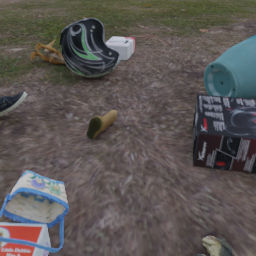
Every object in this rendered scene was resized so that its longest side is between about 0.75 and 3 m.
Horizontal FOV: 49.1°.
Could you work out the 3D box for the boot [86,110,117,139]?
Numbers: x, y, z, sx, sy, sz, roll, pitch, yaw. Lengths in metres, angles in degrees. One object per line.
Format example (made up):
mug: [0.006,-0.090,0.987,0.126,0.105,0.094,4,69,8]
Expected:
boot: [-0.629,-0.224,7.486,0.339,0.899,1.026,45,47,4]

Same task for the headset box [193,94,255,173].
headset box: [2.948,0.118,6.780,2.623,0.984,1.949,6,34,9]

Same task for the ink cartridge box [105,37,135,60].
ink cartridge box: [-0.390,-3.754,13.126,1.126,0.653,1.561,7,33,11]

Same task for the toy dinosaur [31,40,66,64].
toy dinosaur: [-3.477,-3.293,12.502,1.584,0.901,2.983,4,28,-44]

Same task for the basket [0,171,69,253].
basket: [-1.475,1.296,4.380,1.018,0.803,1.154,26,35,-27]

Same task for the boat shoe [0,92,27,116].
boat shoe: [-3.557,-0.719,8.141,1.322,0.411,0.493,-27,30,8]

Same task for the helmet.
helmet: [-1.427,-2.865,10.542,2.052,1.956,2.052,-19,3,1]

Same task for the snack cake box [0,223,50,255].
snack cake box: [-2.155,1.995,4.237,1.685,0.566,0.969,1,31,2]

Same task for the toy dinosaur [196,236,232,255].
toy dinosaur: [1.076,2.354,3.760,1.035,0.557,2.348,7,36,-1]

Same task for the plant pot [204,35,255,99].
plant pot: [3.540,-1.614,8.693,1.956,2.082,2.082,-23,39,-20]

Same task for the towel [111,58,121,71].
towel: [-1.041,-2.806,12.057,1.215,0.218,1.262,7,34,11]
